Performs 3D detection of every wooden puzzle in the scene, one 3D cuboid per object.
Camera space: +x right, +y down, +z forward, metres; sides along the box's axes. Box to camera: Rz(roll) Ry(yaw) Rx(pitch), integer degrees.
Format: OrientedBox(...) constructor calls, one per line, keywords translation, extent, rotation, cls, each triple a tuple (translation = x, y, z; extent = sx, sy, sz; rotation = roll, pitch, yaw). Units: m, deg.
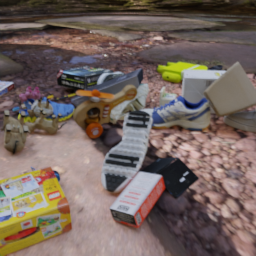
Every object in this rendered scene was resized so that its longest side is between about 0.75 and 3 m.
OrientedBox(translation=(-3.914, -0.991, 11.687), extent=(1.661, 0.194, 1.120), rotation=(-18, 16, -12), cls="wooden puzzle")

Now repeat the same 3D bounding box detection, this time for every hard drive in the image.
OrientedBox(translation=(-0.767, -1.623, 11.657), extent=(2.893, 0.612, 1.951), rotation=(-18, 17, 16), cls="hard drive")

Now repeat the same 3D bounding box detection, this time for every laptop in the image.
OrientedBox(translation=(1.078, 1.353, 7.812), extent=(1.135, 0.661, 1.280), rotation=(-27, 64, -40), cls="laptop")

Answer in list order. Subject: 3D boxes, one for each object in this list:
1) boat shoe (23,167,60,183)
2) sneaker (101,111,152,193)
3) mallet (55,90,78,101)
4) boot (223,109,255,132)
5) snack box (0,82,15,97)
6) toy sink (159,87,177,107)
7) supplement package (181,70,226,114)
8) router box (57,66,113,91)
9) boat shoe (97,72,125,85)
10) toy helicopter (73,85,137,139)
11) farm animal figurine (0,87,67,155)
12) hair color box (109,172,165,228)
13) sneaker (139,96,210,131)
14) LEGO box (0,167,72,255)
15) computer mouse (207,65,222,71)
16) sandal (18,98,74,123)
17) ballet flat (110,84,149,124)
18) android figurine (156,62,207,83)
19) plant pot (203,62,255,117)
OrientedBox(translation=(-2.600, 1.327, 7.215), extent=(1.618, 0.681, 0.555), rotation=(-9, 34, -20), cls="boat shoe")
OrientedBox(translation=(0.079, 0.767, 8.005), extent=(1.025, 1.106, 2.728), rotation=(13, 50, 18), cls="sneaker")
OrientedBox(translation=(-2.762, -1.475, 12.914), extent=(1.302, 0.268, 0.429), rotation=(-18, 32, -25), cls="mallet")
OrientedBox(translation=(4.990, -0.581, 9.989), extent=(2.895, 1.384, 1.065), rotation=(10, 30, 21), cls="boot")
OrientedBox(translation=(-6.412, -1.620, 13.091), extent=(0.919, 0.311, 2.557), rotation=(5, 29, 10), cls="snack box")
OrientedBox(translation=(1.606, -1.056, 11.280), extent=(0.576, 1.028, 0.670), rotation=(9, 28, 15), cls="toy sink")
OrientedBox(translation=(3.229, -1.505, 11.585), extent=(1.951, 1.520, 1.082), rotation=(3, 28, 7), cls="supplement package")
OrientedBox(translation=(-2.105, -2.507, 14.031), extent=(1.767, 0.733, 2.358), rotation=(16, 25, 26), cls="router box")
OrientedBox(translation=(-0.638, -2.350, 13.892), extent=(0.822, 0.835, 2.317), rotation=(11, 28, 28), cls="boat shoe")
OrientedBox(translation=(-0.775, -0.864, 9.641), extent=(2.436, 1.611, 0.961), rotation=(-31, 47, -12), cls="toy helicopter")
OrientedBox(translation=(-3.574, -0.216, 9.668), extent=(2.016, 1.255, 2.497), rotation=(36, 36, 15), cls="farm animal figurine")
OrientedBox(translation=(0.245, 1.638, 6.586), extent=(0.696, 0.420, 1.371), rotation=(4, 32, 36), cls="hair color box")
OrientedBox(translation=(1.631, -0.656, 10.355), extent=(2.765, 1.219, 1.041), rotation=(2, 30, 6), cls="sneaker")
OrientedBox(translation=(-2.483, 1.824, 6.141), extent=(2.067, 0.797, 1.539), rotation=(-14, 31, -25), cls="LEGO box")
OrientedBox(translation=(4.934, -3.335, 16.355), extent=(1.252, 0.330, 0.867), rotation=(-19, 32, -12), cls="computer mouse")
OrientedBox(translation=(-3.172, -0.734, 10.815), extent=(2.150, 0.936, 0.854), rotation=(-5, 27, -13), cls="sandal")
OrientedBox(translation=(0.070, -0.910, 11.386), extent=(1.049, 1.049, 2.924), rotation=(21, 38, 34), cls="ballet flat")
OrientedBox(translation=(3.130, -3.090, 15.543), extent=(2.926, 0.601, 2.663), rotation=(21, 34, 35), cls="android figurine")
OrientedBox(translation=(3.546, -1.173, 9.904), extent=(1.367, 1.544, 1.542), rotation=(-32, -3, 11), cls="plant pot")
